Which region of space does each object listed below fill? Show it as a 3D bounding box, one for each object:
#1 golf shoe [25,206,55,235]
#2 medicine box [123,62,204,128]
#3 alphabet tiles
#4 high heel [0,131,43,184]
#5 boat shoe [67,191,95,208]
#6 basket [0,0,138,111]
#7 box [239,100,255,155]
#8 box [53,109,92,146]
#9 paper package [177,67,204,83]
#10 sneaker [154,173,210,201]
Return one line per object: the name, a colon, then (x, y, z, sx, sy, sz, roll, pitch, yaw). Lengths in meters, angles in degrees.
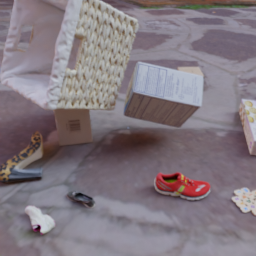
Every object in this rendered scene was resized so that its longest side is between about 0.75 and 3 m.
golf shoe: (-2.089, 2.088, 6.366, 0.900, 0.339, 0.412, 19, 41, 29)
medicine box: (0.970, -0.904, 8.351, 1.950, 1.776, 1.004, 12, 69, -5)
alphabet tiles: (3.056, 1.837, 6.988, 0.816, 0.061, 0.834, -12, 35, -17)
high heel: (-3.162, 0.742, 8.060, 1.360, 0.681, 1.908, -2, 41, -14)
boat shoe: (-1.182, 1.724, 6.995, 0.840, 0.239, 0.281, 17, 36, 24)
basket: (-1.678, -2.099, 7.586, 2.824, 2.799, 2.271, 27, 16, 39)
box: (4.268, -0.100, 9.527, 0.581, 0.543, 2.804, 7, 33, 10)
box: (-1.890, -0.637, 9.562, 1.094, 1.396, 2.245, -6, 33, -9)
paper package: (2.852, -2.352, 12.978, 1.078, 0.585, 1.131, 0, 34, 0)
sneaker: (1.384, 1.429, 7.109, 1.432, 0.608, 0.551, 3, 33, 5)
